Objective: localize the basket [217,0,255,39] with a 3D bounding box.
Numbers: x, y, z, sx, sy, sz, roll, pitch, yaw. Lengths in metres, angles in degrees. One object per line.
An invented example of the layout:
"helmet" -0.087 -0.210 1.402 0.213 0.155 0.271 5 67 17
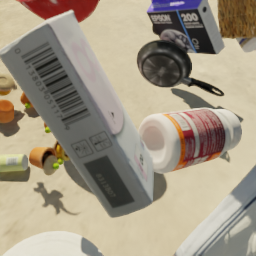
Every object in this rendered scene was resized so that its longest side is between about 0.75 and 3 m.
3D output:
"basket" 2.066 -2.304 4.868 0.869 1.218 0.907 6 45 30

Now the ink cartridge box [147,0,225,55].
"ink cartridge box" 0.590 -1.212 3.159 0.180 0.830 0.822 -48 37 -15

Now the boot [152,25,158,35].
"boot" 0.910 -4.032 8.566 2.114 2.429 0.841 -5 56 -41

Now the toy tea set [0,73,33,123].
"toy tea set" -3.498 -1.120 9.093 1.611 1.003 2.710 44 47 4

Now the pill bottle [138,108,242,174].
"pill bottle" 1.109 0.152 4.853 1.744 0.955 0.955 -9 38 -33

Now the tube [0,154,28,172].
"tube" -3.283 0.881 6.883 1.554 0.403 0.451 -3 1 1

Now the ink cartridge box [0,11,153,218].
"ink cartridge box" -0.304 -0.439 3.441 0.672 1.914 2.355 -21 24 19

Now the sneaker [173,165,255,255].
"sneaker" 1.128 1.338 3.141 0.732 2.068 0.755 43 22 27

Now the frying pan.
"frying pan" 0.610 -0.637 3.679 0.728 1.203 0.196 -25 31 45

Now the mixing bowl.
"mixing bowl" -1.640 -3.630 7.438 2.428 1.315 2.428 -14 52 19

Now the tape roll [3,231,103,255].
"tape roll" -1.222 2.716 4.352 2.054 0.719 2.054 0 39 0

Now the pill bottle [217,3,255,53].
"pill bottle" 2.902 -2.974 6.916 1.092 1.092 1.966 -24 81 -26

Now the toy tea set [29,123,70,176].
"toy tea set" -0.940 0.069 4.604 0.589 0.946 1.591 8 66 25
